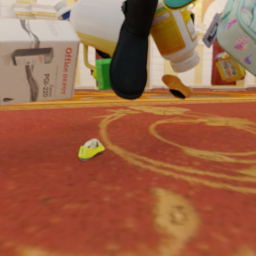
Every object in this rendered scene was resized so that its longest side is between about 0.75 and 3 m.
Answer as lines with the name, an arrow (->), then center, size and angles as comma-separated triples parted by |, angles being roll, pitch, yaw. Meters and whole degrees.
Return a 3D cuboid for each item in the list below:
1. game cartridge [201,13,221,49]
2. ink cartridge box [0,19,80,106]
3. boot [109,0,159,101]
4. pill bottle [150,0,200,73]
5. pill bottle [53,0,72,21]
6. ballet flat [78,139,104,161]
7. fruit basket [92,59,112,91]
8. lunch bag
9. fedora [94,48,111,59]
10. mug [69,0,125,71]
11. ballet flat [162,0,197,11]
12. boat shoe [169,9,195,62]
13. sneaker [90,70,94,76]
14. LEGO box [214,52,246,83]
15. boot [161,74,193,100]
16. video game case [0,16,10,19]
game cartridge -> 3.287, -3.773, 10.881 | 0.227, 1.181, 0.766 | 14, 38, -13
ink cartridge box -> -2.721, -1.661, 7.221 | 2.663, 1.939, 1.129 | -11, 50, -28
boot -> 0.155, -2.402, 6.932 | 1.064, 2.787, 2.342 | 7, -25, -3
pill bottle -> 1.400, -2.936, 8.712 | 1.294, 2.330, 1.294 | -24, 30, 15
pill bottle -> -2.233, -4.064, 10.398 | 0.697, 1.165, 0.697 | -29, 15, 8
ballet flat -> -0.861, 0.474, 6.793 | 0.374, 0.376, 1.121 | 3, 10, 17
fruit basket -> -0.763, -1.753, 9.276 | 0.788, 1.092, 1.092 | -9, 11, -11
lunch bag -> 3.197, -2.507, 7.062 | 0.928, 1.932, 2.408 | -34, 25, 48
fedora -> -0.490, -3.886, 12.739 | 2.213, 2.213, 1.011 | -1, 25, -7
mug -> -0.921, -3.278, 9.490 | 1.986, 2.419, 1.937 | 13, -3, 4
ballet flat -> 1.363, -2.868, 4.994 | 0.660, 1.977, 0.663 | 39, 11, 1
boat shoe -> 2.188, -3.540, 11.342 | 0.886, 2.393, 0.794 | -16, 34, -23
sneaker -> -0.976, -2.160, 10.985 | 0.666, 0.482, 1.364 | -15, 29, -26
LEGO box -> 4.020, -2.390, 10.994 | 0.845, 1.134, 0.438 | -2, 41, 44
boot -> 1.614, -1.476, 9.961 | 1.383, 0.487, 0.990 | 32, 31, 20
video game case -> -3.314, -2.827, 9.103 | 0.220, 1.694, 1.861 | -40, -18, 31
